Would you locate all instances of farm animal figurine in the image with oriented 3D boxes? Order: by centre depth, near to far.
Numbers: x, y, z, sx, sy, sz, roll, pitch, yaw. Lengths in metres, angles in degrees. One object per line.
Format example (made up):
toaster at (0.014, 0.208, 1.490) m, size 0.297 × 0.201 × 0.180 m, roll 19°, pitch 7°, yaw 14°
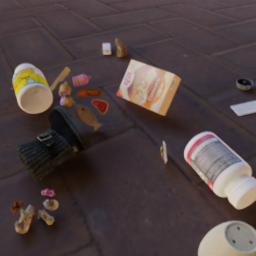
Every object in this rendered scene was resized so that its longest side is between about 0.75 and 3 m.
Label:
farm animal figurine at (-2.669, 2.448, 8.153) m, size 1.278 × 0.643 × 1.032 m, roll -14°, pitch 60°, yaw -22°

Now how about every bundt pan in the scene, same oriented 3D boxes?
bundt pan at (5.782, -2.150, 13.977) m, size 0.807 × 0.303 × 0.807 m, roll -1°, pitch 39°, yaw 1°

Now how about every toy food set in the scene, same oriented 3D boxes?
toy food set at (-1.834, -1.262, 11.250) m, size 2.580 × 0.406 × 1.640 m, roll 37°, pitch 87°, yaw 0°

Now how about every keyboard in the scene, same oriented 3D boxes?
keyboard at (5.810, -0.979, 12.681) m, size 2.354 × 0.126 × 0.663 m, roll -13°, pitch 41°, yaw -15°

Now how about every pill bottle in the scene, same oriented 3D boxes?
pill bottle at (2.975, 1.319, 8.880) m, size 1.335 × 1.335 × 2.412 m, roll -17°, pitch 42°, yaw -19°
pill bottle at (-4.428, -1.901, 12.746) m, size 1.450 × 1.450 × 2.571 m, roll -16°, pitch 43°, yaw -18°

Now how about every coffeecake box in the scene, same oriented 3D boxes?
coffeecake box at (0.866, -1.782, 12.296) m, size 2.260 × 1.735 × 0.826 m, roll 26°, pitch 7°, yaw 30°

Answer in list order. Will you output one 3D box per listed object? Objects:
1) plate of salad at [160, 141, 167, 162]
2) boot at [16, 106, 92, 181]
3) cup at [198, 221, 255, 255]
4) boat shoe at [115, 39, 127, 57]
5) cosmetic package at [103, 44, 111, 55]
plate of salad at (1.238, 0.860, 9.872) m, size 0.200 × 0.831 × 0.831 m, roll -4°, pitch 39°, yaw 8°
boot at (-2.924, 0.412, 10.168) m, size 2.296 × 1.156 × 3.072 m, roll -32°, pitch 35°, yaw -16°
cup at (2.662, 3.008, 6.944) m, size 1.655 × 1.184 × 1.655 m, roll 0°, pitch 39°, yaw 0°
boat shoe at (-0.454, -4.882, 17.127) m, size 0.595 × 0.635 × 1.763 m, roll -3°, pitch 44°, yaw -13°
cosmetic package at (-1.326, -4.883, 17.308) m, size 0.480 × 0.350 × 0.944 m, roll -2°, pitch 37°, yaw -3°
